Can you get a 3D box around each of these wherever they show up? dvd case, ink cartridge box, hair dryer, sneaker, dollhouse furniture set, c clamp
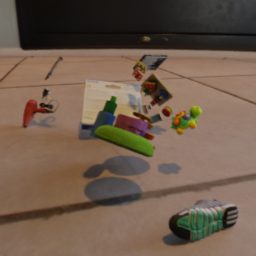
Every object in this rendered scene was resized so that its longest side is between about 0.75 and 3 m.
[{"bbox_3d":[0.864,-2.552,10.981,1.190,0.147,0.894,-9,-22,-37],"label":"dvd case"},{"bbox_3d":[-0.604,-0.808,10.506,2.173,0.479,2.213,6,52,-9],"label":"ink cartridge box"},{"bbox_3d":[-3.581,-0.724,10.985,0.466,1.714,1.306,37,10,-49],"label":"hair dryer"},{"bbox_3d":[1.395,1.778,5.633,1.637,0.609,0.717,2,8,-27],"label":"sneaker"},{"bbox_3d":[0.905,-0.578,10.735,0.566,0.803,0.563,-21,8,8],"label":"dollhouse furniture set"},{"bbox_3d":[-2.810,-2.272,10.673,1.100,0.174,1.288,-33,31,47],"label":"c clamp"}]

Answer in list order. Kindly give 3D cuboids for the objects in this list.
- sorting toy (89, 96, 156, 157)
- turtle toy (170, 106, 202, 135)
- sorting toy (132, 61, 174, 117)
[{"bbox_3d":[0.003,-0.057,7.060,1.693,1.157,2.818,20,-4,6],"label":"sorting toy"},{"bbox_3d":[1.496,-0.227,7.271,0.910,0.460,0.663,-27,16,8],"label":"turtle toy"},{"bbox_3d":[0.892,-1.327,9.999,0.380,2.249,1.084,-43,4,-26],"label":"sorting toy"}]
